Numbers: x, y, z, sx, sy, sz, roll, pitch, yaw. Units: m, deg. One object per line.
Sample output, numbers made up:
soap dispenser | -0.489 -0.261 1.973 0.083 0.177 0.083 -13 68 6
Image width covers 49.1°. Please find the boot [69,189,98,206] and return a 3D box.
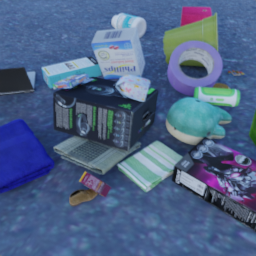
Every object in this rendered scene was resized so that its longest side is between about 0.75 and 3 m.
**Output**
boot | -1.201 1.827 7.735 0.898 0.339 0.330 -20 34 -31

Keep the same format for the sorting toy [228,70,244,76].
sorting toy | 5.378 -2.746 13.901 0.769 0.130 0.371 -2 38 -3

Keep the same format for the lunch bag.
lunch bag | 0.145 -1.289 8.899 0.993 0.631 0.842 18 26 0

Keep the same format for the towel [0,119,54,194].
towel | -3.678 0.842 8.725 1.938 0.650 2.625 -25 46 -28

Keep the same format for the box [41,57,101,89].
box | -2.672 -2.690 13.394 2.612 0.642 1.075 -19 41 -23

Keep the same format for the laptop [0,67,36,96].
laptop | -5.616 -2.321 12.026 2.808 1.738 2.999 -7 38 -10

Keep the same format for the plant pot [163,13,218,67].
plant pot | 3.176 -4.150 14.104 2.575 2.712 2.712 -2 35 19

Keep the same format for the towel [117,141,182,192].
towel | 0.752 1.117 8.767 1.849 0.216 1.410 -28 44 -32

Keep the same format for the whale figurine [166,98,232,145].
whale figurine | 2.585 -0.441 9.814 2.650 1.375 2.108 -16 40 -33

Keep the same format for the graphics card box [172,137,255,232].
graphics card box | 2.919 1.491 7.856 2.899 0.737 1.819 28 46 33

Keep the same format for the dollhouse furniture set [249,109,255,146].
dollhouse furniture set | 5.194 0.459 8.739 1.683 1.289 2.568 -2 37 -3

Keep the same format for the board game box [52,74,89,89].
board game box | -1.911 -1.558 9.397 0.733 0.187 1.084 2 25 30

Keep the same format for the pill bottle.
pill bottle | -0.020 -6.662 18.120 2.236 1.238 1.238 29 46 33

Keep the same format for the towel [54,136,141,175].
towel | -0.976 0.664 9.049 2.085 0.374 2.165 21 32 28

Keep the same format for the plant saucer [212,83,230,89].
plant saucer | 4.147 -1.779 12.600 0.963 0.170 0.963 0 37 0

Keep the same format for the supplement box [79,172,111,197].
supplement box | -0.901 1.555 7.692 0.762 0.421 0.326 24 73 27

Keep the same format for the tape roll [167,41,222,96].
tape roll | 2.844 -2.558 12.108 2.191 0.931 2.191 0 73 1

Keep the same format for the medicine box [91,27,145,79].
medicine box | -0.390 -3.338 12.751 1.873 2.056 1.058 1 50 19

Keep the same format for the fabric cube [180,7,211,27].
fabric cube | 4.139 -6.438 17.417 1.729 1.735 1.702 6 39 9

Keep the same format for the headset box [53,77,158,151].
headset box | -0.595 -0.614 9.662 2.967 1.377 2.584 15 27 19

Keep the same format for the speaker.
speaker | 3.265 -1.157 10.408 1.572 0.695 0.695 5 38 9
